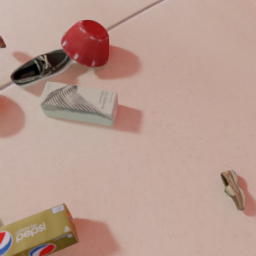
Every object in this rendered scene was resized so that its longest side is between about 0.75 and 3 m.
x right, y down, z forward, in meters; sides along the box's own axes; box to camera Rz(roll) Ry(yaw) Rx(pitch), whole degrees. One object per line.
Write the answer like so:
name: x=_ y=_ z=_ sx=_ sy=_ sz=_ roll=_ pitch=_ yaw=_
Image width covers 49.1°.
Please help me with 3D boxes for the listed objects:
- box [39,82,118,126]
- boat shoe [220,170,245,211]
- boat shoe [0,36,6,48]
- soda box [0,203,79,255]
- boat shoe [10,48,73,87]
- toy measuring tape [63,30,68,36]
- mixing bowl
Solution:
box: x=-1.355 y=-0.683 z=7.932 sx=2.040 sy=0.697 sz=0.838 roll=7 pitch=62 yaw=4
boat shoe: x=2.566 y=1.549 z=6.937 sx=0.374 sy=0.395 sz=1.043 roll=-5 pitch=53 yaw=-5
boat shoe: x=-4.058 y=-2.732 z=8.609 sx=0.365 sy=0.346 sz=0.965 roll=-22 pitch=48 yaw=-41
soda box: x=-2.289 y=2.483 z=6.066 sx=2.242 sy=0.759 sz=0.718 roll=-19 pitch=51 yaw=-10
boat shoe: x=-2.563 y=-1.837 z=8.448 sx=2.002 sy=0.637 sz=0.708 roll=-32 pitch=93 yaw=-8
toy measuring tape: x=-1.386 y=-2.709 z=9.142 sx=2.021 sy=0.743 sz=0.743 roll=27 pitch=63 yaw=40
mixing bowl: x=-1.179 y=-2.719 z=8.584 sx=1.569 sy=0.850 sz=1.569 roll=16 pitch=49 yaw=-20
